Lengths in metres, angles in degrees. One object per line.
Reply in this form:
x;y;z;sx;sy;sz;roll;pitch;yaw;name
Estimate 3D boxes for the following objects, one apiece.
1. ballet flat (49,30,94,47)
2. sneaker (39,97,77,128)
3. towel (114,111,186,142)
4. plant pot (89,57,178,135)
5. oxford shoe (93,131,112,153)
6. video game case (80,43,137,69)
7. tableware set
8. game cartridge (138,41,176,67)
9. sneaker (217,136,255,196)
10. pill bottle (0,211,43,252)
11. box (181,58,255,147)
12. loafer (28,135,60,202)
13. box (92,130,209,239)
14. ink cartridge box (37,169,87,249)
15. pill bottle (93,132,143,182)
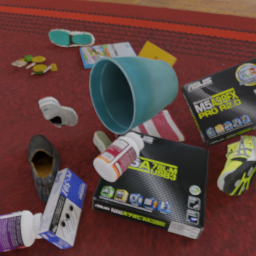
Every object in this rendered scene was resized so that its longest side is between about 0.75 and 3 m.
-2.931;-4.658;14.788;2.440;0.875;0.875;9;42;6;ballet flat
-2.081;-0.279;8.410;0.644;1.722;0.706;-18;69;16;sneaker
0.650;0.092;9.665;2.232;0.254;1.608;-12;44;-13;towel
0.300;-1.182;8.562;2.104;2.239;2.239;-21;45;-33;plant pot
-0.675;0.709;8.885;0.523;0.402;1.391;-10;53;-43;oxford shoe
-0.994;-3.622;13.875;2.578;0.230;1.845;-9;43;-11;video game case
-4.274;-2.935;13.088;2.004;0.308;1.350;15;41;18;tableware set
0.853;-2.252;10.415;1.302;1.477;0.240;36;13;14;game cartridge
3.236;1.040;8.175;1.018;1.004;2.664;26;37;36;sneaker
-2.754;2.435;6.579;1.448;0.814;0.814;-8;42;-9;pill bottle
3.322;-0.828;8.965;2.650;0.587;2.123;-20;68;5;box
-2.459;0.925;8.214;0.915;0.908;2.513;-19;44;-18;loafer
0.746;1.368;7.782;2.798;0.665;2.702;14;46;8;box
-1.598;1.982;7.039;0.393;0.836;1.778;-24;34;25;ink cartridge box
-0.183;0.642;6.509;0.660;0.660;1.169;29;54;29;pill bottle
